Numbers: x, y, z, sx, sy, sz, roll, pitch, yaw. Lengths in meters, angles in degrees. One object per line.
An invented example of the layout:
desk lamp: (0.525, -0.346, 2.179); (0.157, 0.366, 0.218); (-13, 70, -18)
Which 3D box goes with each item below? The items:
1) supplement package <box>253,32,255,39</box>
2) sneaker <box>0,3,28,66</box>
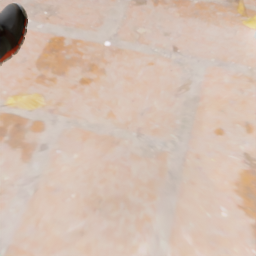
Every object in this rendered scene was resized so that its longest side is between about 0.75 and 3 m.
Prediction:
supplement package: (5.671, -3.125, 9.680); (1.485, 1.057, 1.906); (-19, 62, -10)
sneaker: (-3.276, -1.980, 6.498); (0.926, 0.984, 2.404); (31, 88, 26)
